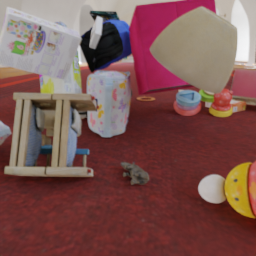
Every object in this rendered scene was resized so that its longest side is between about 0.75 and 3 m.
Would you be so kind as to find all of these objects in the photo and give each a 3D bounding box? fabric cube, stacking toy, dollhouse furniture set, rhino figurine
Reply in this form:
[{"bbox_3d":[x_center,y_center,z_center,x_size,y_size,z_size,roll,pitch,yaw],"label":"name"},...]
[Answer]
[{"bbox_3d":[1.776,-3.055,11.241,2.998,2.989,2.941,-9,3,-4],"label":"fabric cube"},{"bbox_3d":[2.579,1.261,5.519,2.470,1.805,1.805,-12,8,35],"label":"stacking toy"},{"bbox_3d":[3.649,-1.677,13.848,2.748,1.161,2.488,0,36,5],"label":"stacking toy"},{"bbox_3d":[-1.791,0.402,7.966,1.987,1.998,2.836,1,-12,2],"label":"dollhouse furniture set"},{"bbox_3d":[0.131,1.127,7.219,0.523,0.357,1.195,9,11,-25],"label":"rhino figurine"}]

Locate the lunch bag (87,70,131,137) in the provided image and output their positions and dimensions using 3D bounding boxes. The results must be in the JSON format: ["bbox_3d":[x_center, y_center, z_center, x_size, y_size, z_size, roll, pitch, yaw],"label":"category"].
[{"bbox_3d":[-0.763,-1.075,11.099,1.708,2.279,2.687,3,18,1],"label":"lunch bag"}]

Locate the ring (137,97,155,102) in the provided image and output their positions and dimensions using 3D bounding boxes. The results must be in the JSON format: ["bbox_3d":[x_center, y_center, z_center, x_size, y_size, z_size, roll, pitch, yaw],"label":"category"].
[{"bbox_3d":[1.077,-1.742,17.025,1.118,0.107,1.118,1,16,0],"label":"ring"}]

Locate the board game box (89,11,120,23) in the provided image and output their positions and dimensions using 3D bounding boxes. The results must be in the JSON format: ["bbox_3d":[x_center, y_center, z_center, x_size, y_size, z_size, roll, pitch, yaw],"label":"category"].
[{"bbox_3d":[-1.121,-5.478,14.027,1.401,0.197,0.947,11,-12,18],"label":"board game box"}]

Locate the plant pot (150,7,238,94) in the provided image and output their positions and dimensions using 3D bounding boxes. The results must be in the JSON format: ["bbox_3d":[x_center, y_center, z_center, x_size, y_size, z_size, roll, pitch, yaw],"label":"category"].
[{"bbox_3d":[1.975,-2.224,7.474,2.323,1.560,2.323,23,31,-15],"label":"plant pot"}]

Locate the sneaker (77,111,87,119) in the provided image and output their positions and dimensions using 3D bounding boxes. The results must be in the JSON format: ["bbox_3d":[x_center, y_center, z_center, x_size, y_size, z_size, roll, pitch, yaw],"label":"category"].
[{"bbox_3d":[-2.613,-0.626,12.294,1.120,1.032,2.801,-6,5,43],"label":"sneaker"}]

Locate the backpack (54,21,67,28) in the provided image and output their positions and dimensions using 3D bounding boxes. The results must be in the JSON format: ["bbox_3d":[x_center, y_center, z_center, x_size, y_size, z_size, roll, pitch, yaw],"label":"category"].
[{"bbox_3d":[-3.455,-4.866,13.954,0.835,0.795,0.643,30,27,1],"label":"backpack"}]

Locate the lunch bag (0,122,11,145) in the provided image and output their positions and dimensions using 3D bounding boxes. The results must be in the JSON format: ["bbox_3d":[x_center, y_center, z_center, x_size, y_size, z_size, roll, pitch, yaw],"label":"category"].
[{"bbox_3d":[-4.754,0.390,8.182,1.987,1.263,1.685,-5,13,18],"label":"lunch bag"}]

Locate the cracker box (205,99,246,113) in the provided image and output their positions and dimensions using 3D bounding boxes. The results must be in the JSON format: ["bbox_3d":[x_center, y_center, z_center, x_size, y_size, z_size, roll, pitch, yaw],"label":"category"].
[{"bbox_3d":[5.086,-1.236,14.692,1.148,0.494,1.714,-11,21,-32],"label":"cracker box"}]

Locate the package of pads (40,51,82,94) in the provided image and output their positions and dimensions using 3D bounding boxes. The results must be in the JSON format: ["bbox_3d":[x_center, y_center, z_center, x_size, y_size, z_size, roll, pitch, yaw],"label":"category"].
[{"bbox_3d":[-3.301,-2.138,13.348,1.012,2.292,2.967,0,-10,-36],"label":"package of pads"}]

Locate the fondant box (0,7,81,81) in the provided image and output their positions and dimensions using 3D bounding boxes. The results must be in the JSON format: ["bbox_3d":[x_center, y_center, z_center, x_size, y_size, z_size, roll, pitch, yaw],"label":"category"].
[{"bbox_3d":[-2.915,-2.646,9.139,2.308,1.665,0.672,10,35,-33],"label":"fondant box"}]

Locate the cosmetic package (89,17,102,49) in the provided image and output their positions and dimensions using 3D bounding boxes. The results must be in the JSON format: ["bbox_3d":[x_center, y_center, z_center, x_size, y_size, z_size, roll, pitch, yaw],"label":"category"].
[{"bbox_3d":[-0.955,-2.831,8.334,0.198,0.577,0.765,15,54,-21],"label":"cosmetic package"}]

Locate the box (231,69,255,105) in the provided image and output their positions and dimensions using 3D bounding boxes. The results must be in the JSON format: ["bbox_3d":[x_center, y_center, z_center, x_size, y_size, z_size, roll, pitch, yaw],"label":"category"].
[{"bbox_3d":[6.963,-2.001,14.505,2.769,1.508,1.770,12,-1,32],"label":"box"}]

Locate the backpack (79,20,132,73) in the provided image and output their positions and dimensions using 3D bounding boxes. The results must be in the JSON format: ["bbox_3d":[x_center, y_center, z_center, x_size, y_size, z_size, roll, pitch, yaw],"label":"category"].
[{"bbox_3d":[-0.847,-4.025,13.249,2.376,1.931,1.994,-17,12,42],"label":"backpack"}]
